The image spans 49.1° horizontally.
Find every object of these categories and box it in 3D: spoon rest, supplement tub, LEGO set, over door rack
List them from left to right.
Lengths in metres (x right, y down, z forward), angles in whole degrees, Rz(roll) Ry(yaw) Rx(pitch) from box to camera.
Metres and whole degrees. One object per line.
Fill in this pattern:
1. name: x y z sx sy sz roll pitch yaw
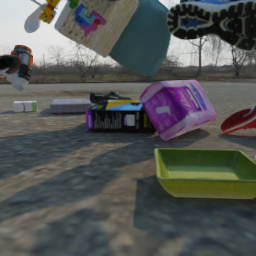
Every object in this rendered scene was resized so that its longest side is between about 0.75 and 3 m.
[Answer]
1. over door rack: -2.766 -2.222 5.434 2.684 1.983 0.894 29 -15 -40
2. supplement tub: -3.065 -1.796 7.969 0.622 1.015 0.622 4 -14 1
3. spoon rest: -2.659 -3.304 8.317 1.198 0.595 0.363 -37 -24 12
4. LEGO set: -1.436 -2.533 6.000 1.923 0.789 0.733 34 22 -26

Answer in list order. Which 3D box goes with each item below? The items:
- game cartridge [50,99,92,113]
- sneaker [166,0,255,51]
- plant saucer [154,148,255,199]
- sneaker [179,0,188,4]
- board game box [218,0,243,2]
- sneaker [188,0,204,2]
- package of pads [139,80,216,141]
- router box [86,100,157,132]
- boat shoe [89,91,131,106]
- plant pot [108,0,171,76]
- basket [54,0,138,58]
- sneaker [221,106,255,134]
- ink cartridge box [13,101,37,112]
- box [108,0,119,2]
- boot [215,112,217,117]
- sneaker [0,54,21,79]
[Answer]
1. game cartridge: -2.236 -0.892 11.131 1.522 0.451 2.348 2 10 -11
2. sneaker: 1.653 -1.812 4.623 1.905 0.748 0.849 17 39 19
3. plant saucer: 0.981 0.575 3.593 1.271 0.304 1.269 1 11 4
4. sneaker: 2.092 -3.434 7.973 0.883 0.686 1.963 15 19 25
5. board game box: 2.600 -3.182 6.612 1.279 0.327 1.888 -28 22 36
6. sneaker: 1.425 -2.614 5.344 0.629 1.391 0.462 5 -14 -26
7. package of pads: 1.259 -0.509 6.662 0.762 1.213 2.014 -38 -15 35
8. router box: -0.077 -0.388 7.837 1.745 0.597 2.339 1 11 4
9. boat shoe: -0.735 -1.336 12.705 2.151 0.649 0.813 -8 13 -36
10. plant pot: 0.363 -3.279 9.105 2.709 1.825 2.709 26 34 -20
11. basket: -0.794 -3.095 7.620 1.236 2.003 1.358 35 10 15
12. sneaker: 3.020 -0.048 6.561 1.488 0.860 0.583 -27 22 23
13. ink cartridge box: -4.013 -0.850 10.947 0.842 0.354 0.613 -4 11 -19
14. box: -0.721 -3.444 5.761 1.644 1.021 1.657 25 28 -2
15. boot: 2.069 -0.933 9.127 1.674 1.198 0.589 5 13 22
16. sneaker: -2.992 -1.329 6.139 1.423 0.503 0.695 -27 10 -34
